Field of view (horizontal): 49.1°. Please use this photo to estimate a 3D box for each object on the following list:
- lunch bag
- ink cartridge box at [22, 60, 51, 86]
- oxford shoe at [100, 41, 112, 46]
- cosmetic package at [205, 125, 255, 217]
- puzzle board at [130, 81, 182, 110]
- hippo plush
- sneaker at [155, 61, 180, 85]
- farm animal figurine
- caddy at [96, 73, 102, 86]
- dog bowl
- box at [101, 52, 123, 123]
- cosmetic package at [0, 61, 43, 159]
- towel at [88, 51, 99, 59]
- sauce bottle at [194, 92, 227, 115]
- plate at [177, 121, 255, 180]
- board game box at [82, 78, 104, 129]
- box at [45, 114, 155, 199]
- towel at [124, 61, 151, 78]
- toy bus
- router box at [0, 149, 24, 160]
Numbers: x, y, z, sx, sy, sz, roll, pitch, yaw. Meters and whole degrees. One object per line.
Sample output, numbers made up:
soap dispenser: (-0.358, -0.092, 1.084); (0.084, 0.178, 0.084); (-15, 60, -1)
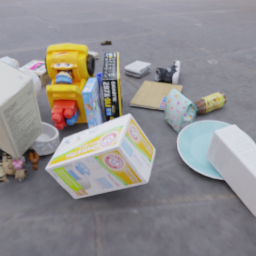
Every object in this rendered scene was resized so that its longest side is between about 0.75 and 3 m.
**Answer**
lunch bag: (1.879, -0.629, 10.105); (0.797, 1.308, 1.114); (-15, 41, -21)
ink cartridge box: (-4.532, -2.794, 14.125); (1.432, 0.653, 1.738); (9, 35, 12)
oxford shoe: (-1.517, -5.811, 19.074); (0.785, 0.331, 0.285); (-9, 36, -11)
cosmetic package: (3.079, 1.063, 7.406); (0.811, 1.113, 2.190); (-17, 49, -19)
puzzle board: (1.307, -1.425, 12.426); (1.843, 0.213, 2.446); (10, 35, 15)
hippo plush: (-4.510, -1.587, 10.036); (2.979, 2.373, 2.395); (-23, 8, -35)
sneaker: (1.964, -2.844, 14.066); (1.174, 0.779, 2.063); (8, 36, 8)
farm animal figurine: (-3.286, 1.176, 7.919); (1.424, 0.751, 1.440); (4, 10, 35)
caddy: (-1.077, -2.422, 13.649); (1.051, 0.552, 0.743); (28, 43, 36)
dog bowl: (-3.021, 0.283, 9.177); (1.589, 0.466, 1.589); (13, 23, -6)
box: (-0.561, -1.384, 10.576); (0.664, 2.147, 2.689); (-2, 32, -1)
cosmetic package: (-3.134, -0.387, 7.411); (1.040, 2.384, 1.232); (30, 55, 11)
towel: (-2.895, -4.297, 16.736); (2.077, 0.358, 1.376); (18, 36, 27)
sauce bottle: (3.087, -0.891, 11.251); (1.990, 0.644, 0.644); (-22, 39, -27)
plate: (2.779, 0.697, 8.811); (2.506, 0.320, 2.506); (0, 43, 0)
board game box: (-1.148, -0.617, 9.548); (0.331, 1.810, 1.369); (-5, 28, 5)
box: (-0.671, 0.778, 7.047); (2.313, 1.301, 1.172); (-19, 32, 29)
towel: (0.503, -3.045, 14.670); (0.993, 0.513, 1.200); (20, 40, 30)
toy bus: (-2.194, -1.314, 10.144); (1.806, 2.661, 2.555); (2, 45, 8)
router box: (-4.188, 0.614, 9.150); (1.316, 0.344, 1.035); (-16, 36, -23)
